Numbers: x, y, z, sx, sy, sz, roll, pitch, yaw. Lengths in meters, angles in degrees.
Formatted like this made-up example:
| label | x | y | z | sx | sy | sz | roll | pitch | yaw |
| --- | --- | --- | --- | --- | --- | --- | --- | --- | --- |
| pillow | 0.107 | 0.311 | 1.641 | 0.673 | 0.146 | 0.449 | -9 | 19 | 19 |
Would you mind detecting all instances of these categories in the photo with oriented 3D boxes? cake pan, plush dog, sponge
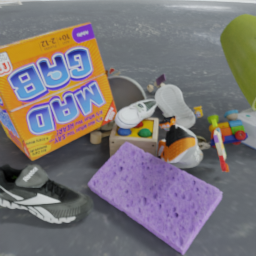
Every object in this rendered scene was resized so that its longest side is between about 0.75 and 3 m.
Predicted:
| label | x | y | z | sx | sy | sz | roll | pitch | yaw |
| --- | --- | --- | --- | --- | --- | --- | --- | --- | --- |
| cake pan | -0.203 | -0.943 | 9.633 | 1.895 | 1.895 | 0.347 | 11 | 34 | 18 |
| plush dog | -0.937 | -0.179 | 9.602 | 0.893 | 0.835 | 1.040 | -3 | 25 | -14 |
| sponge | 0.557 | 1.515 | 6.759 | 2.873 | 0.428 | 1.603 | 26 | 59 | 33 |

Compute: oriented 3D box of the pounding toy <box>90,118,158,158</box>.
| label | x | y | z | sx | sy | sz | roll | pitch | yaw |
| --- | --- | --- | --- | --- | --- | --- | --- | --- | --- |
| pounding toy | -0.165 | 0.132 | 8.966 | 2.211 | 1.011 | 1.942 | 4 | 32 | 6 |

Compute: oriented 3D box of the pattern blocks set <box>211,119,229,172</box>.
| label | x | y | z | sx | sy | sz | roll | pitch | yaw |
| --- | --- | --- | --- | --- | --- | --- | --- | --- | --- |
| pattern blocks set | 2.495 | 0.488 | 7.645 | 0.136 | 1.476 | 1.679 | -15 | -10 | 21 |

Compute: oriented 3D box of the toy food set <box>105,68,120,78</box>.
| label | x | y | z | sx | sy | sz | roll | pitch | yaw |
| --- | --- | --- | --- | --- | --- | --- | --- | --- | --- |
| toy food set | -0.929 | -2.305 | 12.738 | 0.681 | 1.071 | 0.169 | 40 | 12 | -20 |

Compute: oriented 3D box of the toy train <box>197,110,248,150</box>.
| label | x | y | z | sx | sy | sz | roll | pitch | yaw |
| --- | --- | --- | --- | --- | --- | --- | --- | --- | --- |
| toy train | 2.732 | 0.075 | 8.901 | 1.810 | 0.766 | 1.047 | -10 | 72 | 6 |

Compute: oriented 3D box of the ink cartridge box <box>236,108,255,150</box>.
| label | x | y | z | sx | sy | sz | roll | pitch | yaw |
| --- | --- | --- | --- | --- | --- | --- | --- | --- | --- |
| ink cartridge box | 4.748 | -0.095 | 9.493 | 2.208 | 0.843 | 1.506 | -23 | 38 | -31 |

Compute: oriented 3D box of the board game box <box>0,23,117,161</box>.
| label | x | y | z | sx | sy | sz | roll | pitch | yaw |
| --- | --- | --- | --- | --- | --- | --- | --- | --- | --- |
| board game box | -2.556 | -1.257 | 8.548 | 2.879 | 2.880 | 2.882 | -28 | 26 | -27 |

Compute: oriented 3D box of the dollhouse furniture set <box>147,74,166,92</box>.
| label | x | y | z | sx | sy | sz | roll | pitch | yaw |
| --- | --- | --- | --- | --- | --- | --- | --- | --- | --- |
| dollhouse furniture set | 1.585 | -1.446 | 12.454 | 0.955 | 1.067 | 1.346 | 27 | 42 | -37 |

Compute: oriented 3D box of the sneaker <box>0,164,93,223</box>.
| label | x | y | z | sx | sy | sz | roll | pitch | yaw |
| --- | --- | --- | --- | --- | --- | --- | --- | --- | --- |
| sneaker | -2.085 | 1.466 | 6.603 | 2.598 | 1.176 | 0.863 | 9 | 32 | 15 |

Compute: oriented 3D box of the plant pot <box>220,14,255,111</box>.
| label | x | y | z | sx | sy | sz | roll | pitch | yaw |
| --- | --- | --- | --- | --- | --- | --- | --- | --- | --- |
| plant pot | 4.323 | -2.390 | 9.206 | 2.531 | 2.531 | 2.705 | -17 | 60 | -25 |

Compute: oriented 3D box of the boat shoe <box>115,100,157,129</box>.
| label | x | y | z | sx | sy | sz | roll | pitch | yaw |
| --- | --- | --- | --- | --- | --- | --- | --- | --- | --- |
| boat shoe | 0.266 | -0.531 | 8.416 | 0.647 | 0.588 | 1.760 | 44 | 36 | 11 |

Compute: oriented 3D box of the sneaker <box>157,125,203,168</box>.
| label | x | y | z | sx | sy | sz | roll | pitch | yaw |
| --- | --- | --- | --- | --- | --- | --- | --- | --- | --- |
| sneaker | 1.484 | 0.562 | 7.242 | 1.146 | 0.943 | 2.491 | 8 | -13 | -3 |

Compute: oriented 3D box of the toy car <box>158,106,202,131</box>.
| label | x | y | z | sx | sy | sz | roll | pitch | yaw |
| --- | --- | --- | --- | --- | --- | --- | --- | --- | --- |
| toy car | 1.789 | -0.224 | 9.402 | 1.462 | 0.487 | 0.717 | -16 | 15 | 22 |

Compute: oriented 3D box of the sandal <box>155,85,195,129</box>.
| label | x | y | z | sx | sy | sz | roll | pitch | yaw |
| --- | --- | --- | --- | --- | --- | --- | --- | --- | --- |
| sandal | 1.736 | -0.746 | 10.846 | 1.086 | 0.656 | 2.668 | -18 | 41 | 1 |

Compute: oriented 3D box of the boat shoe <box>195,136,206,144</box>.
| label | x | y | z | sx | sy | sz | roll | pitch | yaw |
| --- | --- | --- | --- | --- | --- | --- | --- | --- | --- |
| boat shoe | 2.105 | 0.377 | 9.103 | 0.835 | 0.305 | 0.263 | 11 | 2 | -6 |
